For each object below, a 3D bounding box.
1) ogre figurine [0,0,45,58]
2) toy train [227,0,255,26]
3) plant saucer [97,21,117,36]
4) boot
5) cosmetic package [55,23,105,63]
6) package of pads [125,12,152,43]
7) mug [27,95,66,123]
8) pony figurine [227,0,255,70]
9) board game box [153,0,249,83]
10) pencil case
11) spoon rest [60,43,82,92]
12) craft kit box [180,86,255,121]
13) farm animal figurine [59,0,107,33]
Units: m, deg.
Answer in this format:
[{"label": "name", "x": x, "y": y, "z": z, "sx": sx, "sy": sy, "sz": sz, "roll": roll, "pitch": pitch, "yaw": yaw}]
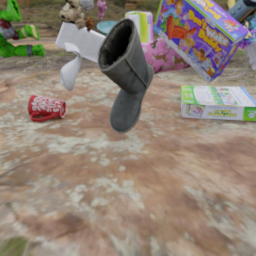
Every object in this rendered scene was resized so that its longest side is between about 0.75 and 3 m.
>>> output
[{"label": "ogre figurine", "x": -3.374, "y": -2.738, "z": 7.696, "sx": 1.278, "sy": 1.046, "sz": 2.131, "roll": -17, "pitch": -24, "yaw": 10}, {"label": "toy train", "x": 3.126, "y": -3.185, "z": 7.745, "sx": 0.795, "sy": 0.594, "sz": 1.395, "roll": -19, "pitch": -10, "yaw": -27}, {"label": "plant saucer", "x": -0.424, "y": -2.832, "z": 8.123, "sx": 0.965, "sy": 0.173, "sz": 0.965, "roll": 4, "pitch": 40, "yaw": -4}, {"label": "boot", "x": -0.103, "y": -0.922, "z": 6.030, "sx": 0.815, "sy": 2.043, "sz": 2.247, "roll": 19, "pitch": -1, "yaw": 10}, {"label": "cosmetic package", "x": -1.490, "y": -3.330, "z": 11.263, "sx": 2.579, "sy": 1.064, "sz": 0.653, "roll": 20, "pitch": 22, "yaw": -23}, {"label": "package of pads", "x": 0.513, "y": -3.849, "z": 12.092, "sx": 0.734, "sy": 2.152, "sz": 1.663, "roll": 4, "pitch": 20, "yaw": 22}, {"label": "mug", "x": -3.170, "y": -0.666, "z": 10.981, "sx": 1.296, "sy": 1.151, "sz": 0.865, "roll": 7, "pitch": -13, "yaw": 5}, {"label": "pony figurine", "x": 3.853, "y": -3.132, "z": 9.738, "sx": 1.740, "sy": 2.017, "sz": 2.089, "roll": -4, "pitch": 55, "yaw": 12}, {"label": "board game box", "x": 1.938, "y": -2.838, "z": 8.128, "sx": 0.585, "sy": 1.756, "sz": 2.612, "roll": -33, "pitch": 71, "yaw": -23}, {"label": "pencil case", "x": 1.569, "y": -2.577, "z": 9.945, "sx": 2.826, "sy": 1.170, "sz": 1.223, "roll": -12, "pitch": 65, "yaw": -8}, {"label": "spoon rest", "x": -1.999, "y": -2.080, "z": 9.770, "sx": 0.598, "sy": 1.972, "sz": 0.980, "roll": -10, "pitch": 62, "yaw": -24}, {"label": "craft kit box", "x": 3.756, "y": -1.146, "z": 12.053, "sx": 2.930, "sy": 0.720, "sz": 2.967, "roll": 6, "pitch": 23, "yaw": 7}, {"label": "farm animal figurine", "x": -1.242, "y": -2.933, "z": 7.208, "sx": 1.059, "sy": 0.659, "sz": 1.311, "roll": 31, "pitch": -17, "yaw": -17}]
